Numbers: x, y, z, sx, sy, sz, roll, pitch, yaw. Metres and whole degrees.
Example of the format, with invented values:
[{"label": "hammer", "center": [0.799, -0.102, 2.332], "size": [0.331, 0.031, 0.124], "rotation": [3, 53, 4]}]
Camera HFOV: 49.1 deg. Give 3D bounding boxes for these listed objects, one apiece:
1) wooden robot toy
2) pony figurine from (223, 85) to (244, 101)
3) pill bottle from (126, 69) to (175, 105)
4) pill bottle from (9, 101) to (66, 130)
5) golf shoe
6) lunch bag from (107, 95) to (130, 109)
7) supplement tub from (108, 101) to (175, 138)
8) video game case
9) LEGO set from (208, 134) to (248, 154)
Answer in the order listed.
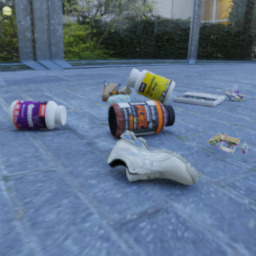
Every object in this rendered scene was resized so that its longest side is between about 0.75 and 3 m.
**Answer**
[{"label": "wooden robot toy", "center": [-0.869, -1.750, 15.179], "size": [1.140, 1.107, 2.513], "rotation": [-48, 39, -18]}, {"label": "pony figurine", "center": [5.803, -1.826, 15.305], "size": [0.928, 0.800, 0.961], "rotation": [-22, 45, -34]}, {"label": "pill bottle", "center": [1.130, -2.141, 14.277], "size": [2.257, 1.269, 1.269], "rotation": [23, 20, 4]}, {"label": "pill bottle", "center": [-3.300, -0.470, 10.339], "size": [1.869, 1.051, 1.051], "rotation": [1, 18, 3]}, {"label": "golf shoe", "center": [0.519, 0.975, 6.652], "size": [2.250, 0.881, 1.094], "rotation": [22, 59, 34]}, {"label": "lunch bag", "center": [-0.353, -0.883, 11.663], "size": [0.484, 1.006, 1.254], "rotation": [8, 15, 29]}, {"label": "supplement tub", "center": [0.487, -0.340, 9.732], "size": [2.223, 1.189, 1.189], "rotation": [-7, 19, -19]}, {"label": "video game case", "center": [3.861, -1.567, 15.150], "size": [2.210, 0.258, 2.009], "rotation": [12, 21, 32]}, {"label": "LEGO set", "center": [2.713, 0.507, 8.010], "size": [1.256, 0.468, 0.578], "rotation": [9, -26, 50]}]
